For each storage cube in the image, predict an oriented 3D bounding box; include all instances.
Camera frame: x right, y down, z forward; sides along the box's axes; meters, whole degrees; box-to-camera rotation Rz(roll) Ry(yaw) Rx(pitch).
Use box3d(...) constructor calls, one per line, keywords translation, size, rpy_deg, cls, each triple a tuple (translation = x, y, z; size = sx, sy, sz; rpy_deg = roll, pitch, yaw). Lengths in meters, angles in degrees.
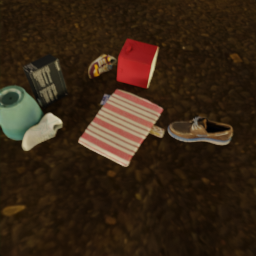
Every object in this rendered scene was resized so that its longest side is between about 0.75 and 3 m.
box3d(translation=(0.412, -2.898, 12.679), size=(1.481, 1.648, 1.408), rpy_deg=(16, 52, 5), cls="storage cube")

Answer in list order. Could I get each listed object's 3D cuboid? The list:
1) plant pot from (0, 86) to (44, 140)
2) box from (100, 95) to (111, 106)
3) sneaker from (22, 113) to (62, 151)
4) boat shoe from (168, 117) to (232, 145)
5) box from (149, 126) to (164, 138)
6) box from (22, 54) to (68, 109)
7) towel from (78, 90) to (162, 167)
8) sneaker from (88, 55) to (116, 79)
box3d(translation=(-4.275, -0.667, 10.792), size=(1.714, 1.610, 1.714), rpy_deg=(-1, 56, 1), cls="plant pot")
box3d(translation=(-0.580, -1.053, 12.037), size=(1.081, 0.258, 0.659), rpy_deg=(11, 52, 9), cls="box")
box3d(translation=(-3.299, 0.192, 10.798), size=(0.748, 0.656, 1.866), rpy_deg=(26, 55, 16), cls="sneaker")
box3d(translation=(2.774, -0.003, 10.795), size=(2.426, 0.878, 0.876), rpy_deg=(5, 51, 4), cls="boat shoe")
box3d(translation=(0.775, -0.010, 11.195), size=(1.362, 0.282, 0.263), rpy_deg=(23, 55, 17), cls="box")
box3d(translation=(-3.400, -1.931, 11.698), size=(1.296, 1.837, 0.724), rpy_deg=(-33, 52, -24), cls="box")
box3d(translation=(-0.239, -0.084, 11.056), size=(2.192, 0.448, 2.995), rpy_deg=(25, 63, 19), cls="towel")
box3d(translation=(-1.215, -2.895, 13.274), size=(0.763, 0.635, 1.693), rpy_deg=(18, 54, 21), cls="sneaker")
